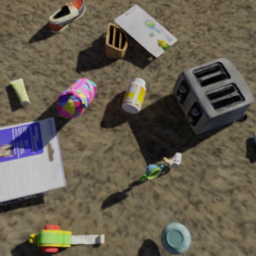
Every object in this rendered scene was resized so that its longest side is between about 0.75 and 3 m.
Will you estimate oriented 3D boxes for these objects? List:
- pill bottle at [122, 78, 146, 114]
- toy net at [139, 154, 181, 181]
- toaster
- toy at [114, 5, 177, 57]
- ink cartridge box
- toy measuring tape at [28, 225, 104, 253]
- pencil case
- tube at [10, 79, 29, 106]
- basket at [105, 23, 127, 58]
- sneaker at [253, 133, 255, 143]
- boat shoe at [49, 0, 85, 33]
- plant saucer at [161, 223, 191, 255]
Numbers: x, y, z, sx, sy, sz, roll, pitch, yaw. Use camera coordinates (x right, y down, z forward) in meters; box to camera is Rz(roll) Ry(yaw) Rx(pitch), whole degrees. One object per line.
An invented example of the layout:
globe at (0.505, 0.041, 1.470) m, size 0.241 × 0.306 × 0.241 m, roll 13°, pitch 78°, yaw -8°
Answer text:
pill bottle at (0.260, -1.277, 11.031) m, size 0.722 × 0.722 × 1.321 m, roll 16°, pitch 69°, yaw 7°
toy net at (1.235, 1.428, 9.773) m, size 1.800 × 0.944 × 0.348 m, roll -16°, pitch 51°, yaw -33°
toaster at (3.245, -1.196, 10.614) m, size 2.465 × 1.462 × 2.229 m, roll -19°, pitch 68°, yaw -9°
toy at (0.751, -4.183, 12.437) m, size 2.531 × 0.598 × 1.458 m, roll 42°, pitch 67°, yaw 11°
ink cartridge box at (-3.697, 1.161, 9.946) m, size 2.701 × 0.586 × 2.676 m, roll -13°, pitch 70°, yaw -4°
toy measuring tape at (-1.988, 3.508, 8.847) m, size 2.407 × 0.885 × 0.885 m, roll 0°, pitch 66°, yaw 0°
pencil case at (-1.815, -1.140, 10.191) m, size 1.043 × 1.043 × 2.360 m, roll 5°, pitch 22°, yaw 2°
tube at (-4.381, -1.474, 11.375) m, size 0.335 × 0.375 × 1.291 m, roll -42°, pitch 62°, yaw 24°
basket at (-0.478, -3.743, 12.058) m, size 0.883 × 0.922 × 1.237 m, roll 4°, pitch 65°, yaw 2°
sneaker at (4.975, 0.563, 10.371) m, size 0.339 × 0.392 × 0.905 m, roll -9°, pitch 67°, yaw -18°
boat shoe at (-2.788, -5.304, 12.885) m, size 0.798 × 0.701 × 2.241 m, roll 34°, pitch 69°, yaw 16°
plant saucer at (1.469, 3.436, 8.693) m, size 0.936 × 0.180 × 0.936 m, roll -5°, pitch 66°, yaw 11°
